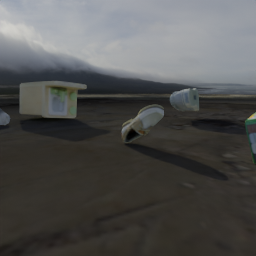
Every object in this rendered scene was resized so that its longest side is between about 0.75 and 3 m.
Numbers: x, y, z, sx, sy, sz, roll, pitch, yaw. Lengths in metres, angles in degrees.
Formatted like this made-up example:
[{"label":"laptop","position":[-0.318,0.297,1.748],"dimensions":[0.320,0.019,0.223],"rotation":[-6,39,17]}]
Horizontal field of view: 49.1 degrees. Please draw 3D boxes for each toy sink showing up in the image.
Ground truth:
[{"label":"toy sink","position":[-2.968,-1.072,11.097],"dimensions":[2.384,1.335,1.554],"rotation":[4,4,38]}]

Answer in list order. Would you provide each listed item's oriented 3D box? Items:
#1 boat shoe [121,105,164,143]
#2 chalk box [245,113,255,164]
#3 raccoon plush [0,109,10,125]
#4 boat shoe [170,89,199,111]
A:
[{"label":"boat shoe","position":[0.321,-0.048,6.270],"dimensions":[0.490,0.448,1.311],"rotation":[26,-39,-23]},{"label":"chalk box","position":[2.561,0.129,4.863],"dimensions":[0.778,0.782,1.257],"rotation":[-11,5,34]},{"label":"raccoon plush","position":[-5.232,-0.467,10.278],"dimensions":[2.413,1.168,1.617],"rotation":[32,-3,7]},{"label":"boat shoe","position":[2.284,-1.133,11.260],"dimensions":[0.927,0.908,2.602],"rotation":[-4,0,23]}]
